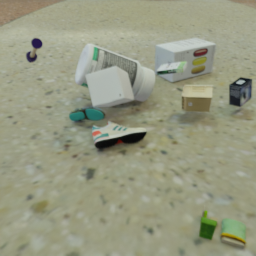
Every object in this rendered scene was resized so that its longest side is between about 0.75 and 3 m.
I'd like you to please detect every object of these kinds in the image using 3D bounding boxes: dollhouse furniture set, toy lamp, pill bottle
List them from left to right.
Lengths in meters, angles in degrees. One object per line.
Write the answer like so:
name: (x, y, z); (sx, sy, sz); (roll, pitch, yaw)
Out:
toy lamp: (-2.597, -2.086, 7.676); (0.329, 0.329, 1.129); (-22, -1, -30)
pill bottle: (-0.458, -1.955, 10.414); (2.705, 1.530, 1.530); (15, 27, -23)
dollhouse furniture set: (2.012, 2.012, 5.854); (0.959, 0.481, 0.628); (11, 34, 17)

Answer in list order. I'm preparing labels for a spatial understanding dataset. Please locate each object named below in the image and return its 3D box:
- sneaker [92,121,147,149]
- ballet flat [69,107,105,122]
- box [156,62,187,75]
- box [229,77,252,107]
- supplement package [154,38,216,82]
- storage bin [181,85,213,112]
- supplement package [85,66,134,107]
sneaker: (-0.281, 0.082, 8.523); (1.711, 0.602, 0.800); (-11, 57, -19)
ballet flat: (-1.321, -0.516, 9.391); (1.447, 0.537, 0.537); (0, 30, 26)
box: (1.467, -1.989, 9.360); (0.907, 0.165, 0.655); (-3, 30, 27)
box: (4.014, -1.280, 9.990); (0.788, 0.782, 0.486); (-32, 37, -29)
supplement package: (2.662, -3.242, 13.152); (2.513, 1.429, 1.376); (-19, 36, -26)
storage bin: (2.366, -0.997, 9.665); (1.007, 1.014, 0.475); (3, 66, 13)
supplement package: (-0.505, -1.213, 8.597); (0.980, 0.968, 1.616); (-14, 2, 11)
